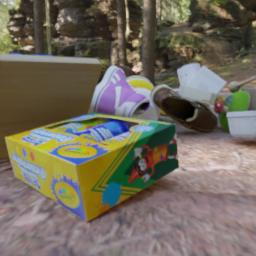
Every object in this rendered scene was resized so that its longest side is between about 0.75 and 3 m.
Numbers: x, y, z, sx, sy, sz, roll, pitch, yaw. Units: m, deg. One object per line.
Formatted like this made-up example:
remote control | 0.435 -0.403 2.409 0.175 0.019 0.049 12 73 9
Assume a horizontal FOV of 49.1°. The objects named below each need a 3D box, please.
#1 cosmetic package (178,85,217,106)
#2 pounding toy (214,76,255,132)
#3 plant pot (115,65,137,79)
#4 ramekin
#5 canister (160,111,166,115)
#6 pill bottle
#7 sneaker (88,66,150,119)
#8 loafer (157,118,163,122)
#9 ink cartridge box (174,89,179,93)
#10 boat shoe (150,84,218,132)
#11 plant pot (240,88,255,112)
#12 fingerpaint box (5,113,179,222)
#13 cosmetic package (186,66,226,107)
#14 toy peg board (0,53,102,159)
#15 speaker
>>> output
cosmetic package | 2.389 -1.142 9.707 1.189 0.423 0.626 22 12 33
pounding toy | 3.627 -0.956 10.198 0.940 2.025 1.563 22 -6 -4
plant pot | -0.471 -1.859 13.671 1.621 1.734 1.621 11 -28 6
ramekin | 3.560 -0.112 8.017 1.368 0.718 1.368 -3 2 0
canister | 2.133 -1.258 15.481 1.831 1.067 2.466 -9 14 -43
pill bottle | 0.350 -0.870 10.553 1.623 1.623 2.886 0 23 -1
sneaker | -0.108 -1.023 8.986 1.679 1.068 2.946 14 33 1
loafer | 1.089 -0.283 11.362 0.490 0.454 1.303 -4 10 -23
ink cartridge box | 2.658 -1.567 12.670 1.782 0.331 0.844 -5 18 -12
boat shoe | 1.998 -0.444 9.423 2.796 1.032 1.034 22 18 -22
plant pot | 4.850 -0.737 10.708 1.825 1.583 1.825 0 11 0
fingerpaint box | -0.689 0.419 4.990 2.021 0.888 2.422 -20 20 -39
cosmetic package | 2.897 -1.531 10.598 1.090 1.094 0.672 41 0 12
toy peg board | -2.346 -0.722 6.546 2.646 2.635 1.294 -7 46 -35
speaker | 2.720 -1.332 11.439 0.979 2.411 0.979 -11 -9 -2
